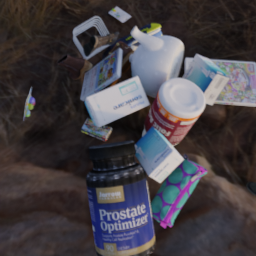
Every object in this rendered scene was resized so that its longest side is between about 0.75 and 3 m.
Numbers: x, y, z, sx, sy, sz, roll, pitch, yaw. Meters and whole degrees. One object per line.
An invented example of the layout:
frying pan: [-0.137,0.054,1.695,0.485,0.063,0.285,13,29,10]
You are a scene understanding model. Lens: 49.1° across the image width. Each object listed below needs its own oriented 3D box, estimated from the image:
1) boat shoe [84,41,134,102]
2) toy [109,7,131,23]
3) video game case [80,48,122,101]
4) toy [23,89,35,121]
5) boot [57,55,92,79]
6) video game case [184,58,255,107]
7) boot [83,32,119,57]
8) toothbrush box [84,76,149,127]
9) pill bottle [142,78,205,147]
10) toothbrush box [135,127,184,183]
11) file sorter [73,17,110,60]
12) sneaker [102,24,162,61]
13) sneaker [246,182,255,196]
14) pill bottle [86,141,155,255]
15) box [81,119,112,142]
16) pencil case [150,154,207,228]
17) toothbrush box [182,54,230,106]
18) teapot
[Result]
boat shoe: [-0.852,-2.077,10.778,0.961,0.962,2.733,42,91,12]
toy: [-0.393,-5.280,13.218,0.569,0.233,0.988,-42,71,-16]
video game case: [-0.941,-1.837,9.767,1.852,0.167,1.326,-27,45,36]
toy: [-3.167,-0.736,9.043,0.249,1.056,0.608,17,48,-19]
boot: [-2.155,-2.306,10.492,1.155,1.388,0.502,11,70,-42]
video game case: [3.794,-1.894,11.420,2.946,0.265,2.109,4,63,3]
boot: [-0.900,-2.801,9.428,1.008,1.158,0.401,-23,87,-36]
toothbrush box: [-0.481,-0.807,9.300,1.705,2.329,0.993,-24,97,-8]
pill bottle: [1.346,-0.279,9.166,1.444,2.529,1.444,7,56,-10]
toothbrush box: [0.767,0.715,7.683,0.929,0.541,1.270,-48,36,8]
file sorter: [-1.416,-3.411,10.830,1.240,1.787,1.113,-32,105,-4]
sneaker: [0.234,-3.247,11.619,2.731,1.123,1.010,-24,39,4]
sneaker: [4.504,2.074,9.116,1.178,0.675,0.450,33,65,19]
pill bottle: [-0.246,1.858,7.443,1.617,1.617,2.890,-9,91,-4]
box: [-1.182,0.078,10.433,1.014,0.176,0.558,21,64,10]
pencil case: [1.503,1.959,8.685,0.925,1.004,2.173,34,86,-16]
toothbrush box: [2.562,-1.639,9.479,0.637,1.093,1.493,12,32,-27]
teapot: [0.844,-2.191,9.889,1.700,2.328,2.297,20,21,17]
